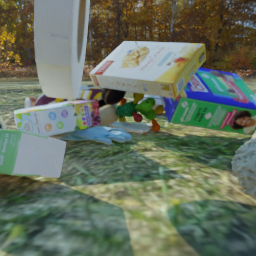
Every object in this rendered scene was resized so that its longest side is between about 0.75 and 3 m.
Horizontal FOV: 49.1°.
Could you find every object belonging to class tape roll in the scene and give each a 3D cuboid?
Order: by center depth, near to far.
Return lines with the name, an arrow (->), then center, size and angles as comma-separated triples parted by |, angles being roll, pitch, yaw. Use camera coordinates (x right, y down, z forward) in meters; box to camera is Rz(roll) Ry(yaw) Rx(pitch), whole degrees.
tape roll -> -1.045, -1.933, 4.894 | 0.535, 2.928, 2.928 | 6, 11, -6

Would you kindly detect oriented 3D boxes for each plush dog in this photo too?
plush dog -> 2.800, 0.354, 3.161 | 2.402, 1.927, 2.063 | -6, 38, -21

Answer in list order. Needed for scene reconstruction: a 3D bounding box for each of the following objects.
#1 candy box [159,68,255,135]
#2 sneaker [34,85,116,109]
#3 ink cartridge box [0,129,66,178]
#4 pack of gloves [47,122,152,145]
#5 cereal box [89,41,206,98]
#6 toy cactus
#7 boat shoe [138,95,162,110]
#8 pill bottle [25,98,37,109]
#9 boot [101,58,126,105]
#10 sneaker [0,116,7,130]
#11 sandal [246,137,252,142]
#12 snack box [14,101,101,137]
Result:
candy box -> 2.155, -0.868, 7.713 | 2.405, 0.926, 2.034 | 6, 36, -11
sneaker -> -1.624, -0.742, 8.992 | 2.663, 0.998, 1.200 | -20, 42, -36
ink cartridge box -> -2.006, 0.348, 4.275 | 1.777, 0.598, 1.041 | 3, -10, 23
pack of gloves -> -1.010, -0.158, 7.840 | 2.925, 0.577, 2.458 | 4, 11, 21
cereal box -> 0.487, -1.637, 7.375 | 2.559, 0.506, 1.841 | 14, 49, 33
toy cactus -> -0.110, -0.408, 8.199 | 1.972, 1.222, 2.390 | -16, 15, -14
boat shoe -> 1.724, -1.234, 11.309 | 2.931, 0.963, 1.055 | -2, -7, -21
pill bottle -> -2.902, -0.704, 9.934 | 1.351, 0.758, 0.758 | -5, 12, -29
boot -> -0.504, -1.508, 8.651 | 1.158, 0.893, 2.389 | 26, 36, 12
sneaker -> -3.459, -0.428, 6.778 | 0.566, 1.481, 0.558 | -6, 38, 35
sandal -> 2.913, 0.371, 4.971 | 1.909, 0.457, 0.718 | -9, 27, -18
snack box -> -1.865, -0.259, 6.943 | 1.736, 0.647, 2.441 | -14, 10, -22
